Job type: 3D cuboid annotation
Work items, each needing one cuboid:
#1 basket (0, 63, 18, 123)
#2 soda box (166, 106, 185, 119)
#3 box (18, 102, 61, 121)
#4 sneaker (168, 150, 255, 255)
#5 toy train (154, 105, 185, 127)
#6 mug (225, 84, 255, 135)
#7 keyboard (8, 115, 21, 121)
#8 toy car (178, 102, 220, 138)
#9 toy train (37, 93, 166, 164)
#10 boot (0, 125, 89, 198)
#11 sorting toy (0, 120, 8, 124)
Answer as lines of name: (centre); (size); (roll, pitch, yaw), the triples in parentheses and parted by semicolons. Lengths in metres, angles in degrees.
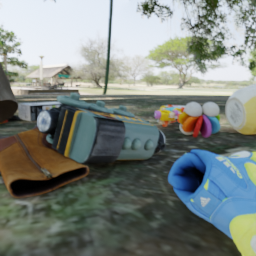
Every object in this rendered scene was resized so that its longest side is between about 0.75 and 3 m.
basket: (-5.741, -1.672, 10.977); (1.956, 2.876, 2.593); (-43, -17, 24)
soda box: (2.535, -0.746, 13.486); (0.636, 0.594, 1.866); (-8, 12, -41)
box: (-3.874, -0.841, 13.619); (2.443, 0.735, 1.425); (-7, 11, -41)
sneaker: (1.103, 0.519, 3.224); (1.147, 0.827, 2.184); (34, 13, 4)
toy train: (2.048, -0.373, 10.949); (1.945, 0.720, 2.589); (3, 12, 11)
mug: (4.401, -0.626, 8.937); (1.976, 1.928, 2.407); (-10, 5, -12)
keyboard: (-5.716, -0.366, 12.461); (1.678, 0.332, 0.873); (0, -14, 7)
toy car: (2.263, -0.135, 8.698); (1.303, 1.141, 0.977); (0, 43, -6)
toy train: (-0.395, 0.120, 5.688); (1.577, 1.179, 2.767); (24, 9, 39)
boot: (-1.469, 0.409, 5.338); (2.236, 0.813, 2.375); (-7, 12, -39)
sorting toy: (-5.585, -0.472, 11.774); (1.103, 0.382, 0.380); (31, 55, 17)
